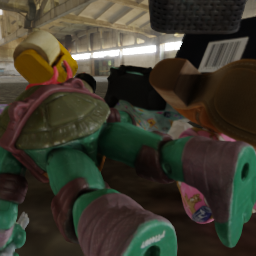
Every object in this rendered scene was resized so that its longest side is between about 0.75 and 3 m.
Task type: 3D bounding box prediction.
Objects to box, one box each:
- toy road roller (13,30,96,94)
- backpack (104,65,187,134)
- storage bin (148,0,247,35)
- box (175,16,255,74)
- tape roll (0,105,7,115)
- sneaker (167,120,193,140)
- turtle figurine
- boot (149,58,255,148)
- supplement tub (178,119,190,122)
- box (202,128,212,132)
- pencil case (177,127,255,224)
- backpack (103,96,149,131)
[{"bbox_3d":[-2.329,-1.168,8.053,1.948,2.669,1.640,-29,28,22],"label":"toy road roller"},{"bbox_3d":[0.700,-0.727,7.525,1.961,1.710,2.231,13,12,39],"label":"backpack"},{"bbox_3d":[0.940,-2.182,4.146,1.230,0.853,1.820,1,43,1],"label":"storage bin"},{"bbox_3d":[2.618,-0.855,5.738,2.600,1.616,2.622,25,-4,-32],"label":"box"},{"bbox_3d":[-4.344,-0.432,9.307,1.590,0.522,1.590,0,11,0],"label":"tape roll"},{"bbox_3d":[1.271,0.450,4.774,1.427,0.572,0.502,30,-21,15],"label":"sneaker"},{"bbox_3d":[-0.521,0.293,2.478,2.787,1.403,2.086,16,49,47],"label":"turtle figurine"},{"bbox_3d":[1.387,-0.160,3.402,1.605,0.764,2.075,28,7,-43],"label":"boot"},{"bbox_3d":[1.732,-0.880,9.837,1.142,1.142,1.627,-2,12,-8],"label":"supplement tub"},{"bbox_3d":[2.325,0.168,7.105,0.570,0.166,0.833,2,12,-12],"label":"box"},{"bbox_3d":[1.925,0.488,3.317,2.664,1.103,1.153,-1,25,-9],"label":"pencil case"},{"bbox_3d":[-0.144,-0.107,5.899,0.753,1.189,0.992,-50,16,-13],"label":"backpack"}]
